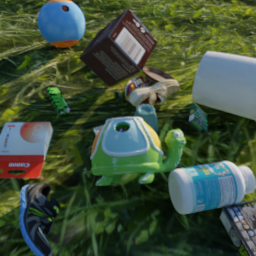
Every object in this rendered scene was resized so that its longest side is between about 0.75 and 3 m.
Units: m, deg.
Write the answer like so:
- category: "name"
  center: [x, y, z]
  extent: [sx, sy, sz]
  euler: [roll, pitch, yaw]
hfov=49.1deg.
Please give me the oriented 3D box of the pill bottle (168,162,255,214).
- category: "pill bottle"
  center: [2.413, 1.674, 8.090]
  extent: [2.280, 1.263, 1.263]
  euler: [-7, 41, -10]

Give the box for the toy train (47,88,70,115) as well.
- category: "toy train"
  center: [-3.037, -1.184, 12.170]
  extent: [0.550, 0.407, 1.952]
  euler: [-10, 40, -28]

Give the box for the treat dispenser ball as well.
- category: "treat dispenser ball"
  center: [-3.821, -5.998, 16.105]
  extent: [2.638, 2.638, 2.638]
  euler: [0, 40, 0]

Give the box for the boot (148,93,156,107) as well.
- category: "boot"
  center: [0.879, -0.959, 11.237]
  extent: [0.280, 0.571, 0.797]
  euler: [17, 61, -8]

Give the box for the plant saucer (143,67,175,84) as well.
- category: "plant saucer"
  center: [1.462, -2.386, 13.292]
  extent: [1.712, 0.275, 1.712]
  euler: [18, 30, -11]

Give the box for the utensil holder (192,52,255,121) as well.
- category: "utensil holder"
  center: [4.315, -1.736, 11.305]
  extent: [2.807, 2.385, 2.385]
  euler: [20, 44, 25]

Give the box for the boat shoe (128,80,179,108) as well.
- category: "boat shoe"
  center: [1.231, -1.362, 12.078]
  extent: [2.442, 0.900, 0.845]
  euler: [-20, 54, -18]

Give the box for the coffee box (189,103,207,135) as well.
- category: "coffee box"
  center: [2.683, -0.363, 10.700]
  extent: [0.771, 0.276, 1.254]
  euler: [42, 33, -12]

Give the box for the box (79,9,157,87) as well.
- category: "box"
  center: [-0.448, -3.476, 12.507]
  extent: [2.436, 2.021, 2.000]
  euler: [-14, 41, 50]

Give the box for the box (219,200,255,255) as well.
- category: "box"
  center: [3.757, 2.939, 7.162]
  extent: [1.877, 0.519, 2.342]
  euler: [-9, 41, -12]

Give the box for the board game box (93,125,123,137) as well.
- category: "board game box"
  center: [-0.609, 0.393, 10.415]
  extent: [0.995, 0.215, 1.478]
  euler: [-17, 43, -18]

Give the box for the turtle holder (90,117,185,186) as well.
- category: "turtle holder"
  center: [0.191, 0.652, 8.179]
  extent: [2.655, 1.886, 2.018]
  euler: [-8, -10, 27]

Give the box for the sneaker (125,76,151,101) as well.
- category: "sneaker"
  center: [0.466, -1.825, 12.661]
  extent: [0.841, 0.699, 1.866]
  euler: [8, 41, 19]

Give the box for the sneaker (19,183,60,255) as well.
- category: "sneaker"
  center: [-2.324, 2.384, 7.543]
  extent: [1.010, 0.864, 2.437]
  euler: [-18, 40, -10]

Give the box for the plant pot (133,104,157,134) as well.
- category: "plant pot"
  center: [0.634, -0.321, 10.673]
  extent: [1.035, 0.972, 1.035]
  euler: [0, 41, 0]

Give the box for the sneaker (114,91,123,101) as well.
- category: "sneaker"
  center: [-0.379, -1.421, 12.373]
  extent: [0.351, 0.321, 0.823]
  euler: [9, 22, -17]

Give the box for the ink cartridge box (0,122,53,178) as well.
- category: "ink cartridge box"
  center: [-3.642, 0.699, 9.528]
  extent: [1.687, 0.522, 2.081]
  euler: [0, 46, 4]
